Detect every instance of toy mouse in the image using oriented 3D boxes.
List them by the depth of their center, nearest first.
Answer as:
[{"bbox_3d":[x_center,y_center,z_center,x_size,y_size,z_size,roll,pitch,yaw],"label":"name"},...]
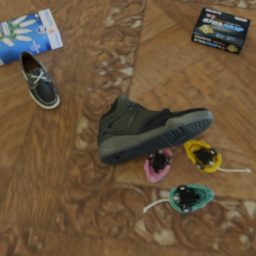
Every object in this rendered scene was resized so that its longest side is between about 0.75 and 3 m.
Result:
[{"bbox_3d":[1.084,1.158,6.353,2.392,0.463,2.126,34,71,26],"label":"toy mouse"}]

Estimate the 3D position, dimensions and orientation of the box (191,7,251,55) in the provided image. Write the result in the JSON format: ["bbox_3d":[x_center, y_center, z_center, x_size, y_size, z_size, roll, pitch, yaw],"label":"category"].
[{"bbox_3d":[2.837,-2.990,8.584,1.542,0.355,1.226,21,65,10],"label":"box"}]

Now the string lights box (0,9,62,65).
[{"bbox_3d":[-3.126,-2.666,8.275,2.067,0.610,1.062,-21,65,-10],"label":"string lights box"}]

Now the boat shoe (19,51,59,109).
[{"bbox_3d":[-2.468,-1.306,7.611,0.666,0.627,1.855,-27,68,-14],"label":"boat shoe"}]

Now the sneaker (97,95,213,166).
[{"bbox_3d":[0.494,-0.228,6.572,2.736,1.046,1.567,-19,61,15],"label":"sneaker"}]
